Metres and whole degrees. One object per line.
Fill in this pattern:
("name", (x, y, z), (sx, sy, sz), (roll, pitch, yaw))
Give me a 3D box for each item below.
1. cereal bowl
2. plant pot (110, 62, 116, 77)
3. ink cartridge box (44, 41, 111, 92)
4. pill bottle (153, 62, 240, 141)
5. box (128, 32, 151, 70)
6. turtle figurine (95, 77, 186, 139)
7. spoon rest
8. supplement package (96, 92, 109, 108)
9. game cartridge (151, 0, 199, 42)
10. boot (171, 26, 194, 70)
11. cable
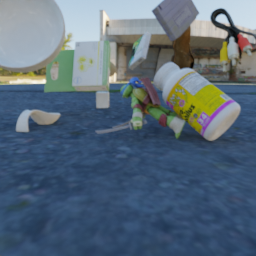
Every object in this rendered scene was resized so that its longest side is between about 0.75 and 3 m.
("cereal bowl", (-3.240, -2.931, 8.685), (2.650, 2.650, 1.104), (-1, -6, -4))
("plant pot", (-1.111, -3.201, 14.843), (0.890, 0.890, 0.597), (3, -29, 16))
("ink cartridge box", (-2.243, -2.635, 12.093), (2.920, 2.125, 0.700), (0, -15, 5))
("pill bottle", (1.965, -0.895, 8.501), (1.339, 1.339, 2.569), (-13, 50, -47))
("box", (0.532, -3.611, 13.140), (0.280, 1.543, 1.114), (27, -30, -24))
("turtle figurine", (0.571, -0.218, 9.009), (2.304, 2.376, 1.710), (25, -14, 10))
("spoon rest", (-3.334, -0.399, 10.391), (1.122, 0.685, 2.259), (2, 13, 10))
("supplement package", (-1.417, -1.576, 15.657), (0.666, 0.866, 0.905), (0, 12, 0))
("game cartridge", (1.466, -3.451, 8.424), (0.327, 1.104, 1.704), (-7, 35, 50))
("boot", (2.415, -3.244, 11.619), (0.958, 2.603, 0.982), (-40, 67, -12))
("cable", (3.420, -3.166, 9.207), (0.680, 2.702, 1.312), (16, -34, -42))
